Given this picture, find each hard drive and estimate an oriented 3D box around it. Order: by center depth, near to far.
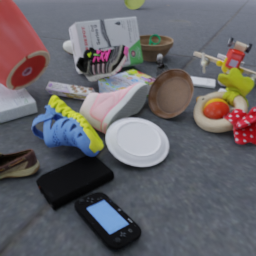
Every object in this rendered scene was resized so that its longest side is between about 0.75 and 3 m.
[{"bbox_3d":[3.231,-1.986,12.228,1.087,0.143,0.717,9,36,13],"label":"hard drive"}]

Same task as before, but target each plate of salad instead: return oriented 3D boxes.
[{"bbox_3d":[0.251,0.414,7.938,1.812,0.435,1.812,7,46,-7],"label":"plate of salad"}]

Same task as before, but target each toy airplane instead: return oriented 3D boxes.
[{"bbox_3d":[4.361,-2.634,12.112,2.492,1.766,2.503,18,4,-36],"label":"toy airplane"}]

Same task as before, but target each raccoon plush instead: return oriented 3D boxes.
[{"bbox_3d":[1.560,-2.792,12.461,0.669,1.383,0.926,2,41,2],"label":"raccoon plush"}]

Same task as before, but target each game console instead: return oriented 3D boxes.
[{"bbox_3d":[-0.754,1.591,6.284,1.651,0.337,2.800,-23,39,-33],"label":"game console"}]

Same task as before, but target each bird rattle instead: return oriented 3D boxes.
[{"bbox_3d":[3.223,-0.481,9.080,2.119,1.464,2.599,-11,53,22],"label":"bird rattle"}]

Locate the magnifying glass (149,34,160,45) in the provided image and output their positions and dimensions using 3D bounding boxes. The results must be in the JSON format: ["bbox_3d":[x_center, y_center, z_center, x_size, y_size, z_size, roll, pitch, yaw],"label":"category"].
[{"bbox_3d":[1.256,-4.518,15.276,0.581,0.164,1.461,34,72,0],"label":"magnifying glass"}]

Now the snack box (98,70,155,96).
[{"bbox_3d":[0.007,-1.675,11.309,1.878,0.635,1.584,-26,40,-32],"label":"snack box"}]

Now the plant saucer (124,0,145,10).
[{"bbox_3d":[0.806,-13.699,29.511,2.596,2.596,0.403,19,6,27],"label":"plant saucer"}]

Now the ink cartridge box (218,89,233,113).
[{"bbox_3d":[3.501,-0.875,10.144,0.849,0.496,1.463,18,36,27],"label":"ink cartridge box"}]

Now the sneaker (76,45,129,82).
[{"bbox_3d":[-1.113,-2.612,10.818,2.684,1.174,0.990,-11,56,48],"label":"sneaker"}]

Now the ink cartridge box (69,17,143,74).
[{"bbox_3d":[-1.018,-3.848,13.146,2.998,2.188,1.260,-15,13,-21],"label":"ink cartridge box"}]

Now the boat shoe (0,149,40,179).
[{"bbox_3d":[-3.282,0.900,6.995,1.977,0.712,0.713,-8,33,-4],"label":"boat shoe"}]

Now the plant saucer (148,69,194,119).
[{"bbox_3d":[1.525,-1.170,9.834,1.799,1.799,0.329,30,6,39],"label":"plant saucer"}]

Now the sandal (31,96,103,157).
[{"bbox_3d":[-1.788,0.136,7.893,1.292,1.179,2.967,-42,38,-15],"label":"sandal"}]

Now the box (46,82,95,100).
[{"bbox_3d":[-2.265,-1.439,11.042,2.000,0.414,0.387,11,67,17],"label":"box"}]

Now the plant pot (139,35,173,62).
[{"bbox_3d":[1.274,-4.243,15.111,2.263,1.045,2.263,1,31,0],"label":"plant pot"}]

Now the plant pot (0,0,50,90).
[{"bbox_3d":[-4.348,-2.846,10.081,2.412,2.726,2.726,47,44,4],"label":"plant pot"}]

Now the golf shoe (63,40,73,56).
[{"bbox_3d":[-2.195,-4.636,15.292,2.753,1.268,0.999,-3,67,-6],"label":"golf shoe"}]

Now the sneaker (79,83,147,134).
[{"bbox_3d":[-0.507,-0.924,9.633,1.510,1.087,2.889,22,42,23],"label":"sneaker"}]

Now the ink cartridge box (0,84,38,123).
[{"bbox_3d":[-4.870,-0.886,10.142,2.494,0.506,2.489,-18,36,-27],"label":"ink cartridge box"}]
